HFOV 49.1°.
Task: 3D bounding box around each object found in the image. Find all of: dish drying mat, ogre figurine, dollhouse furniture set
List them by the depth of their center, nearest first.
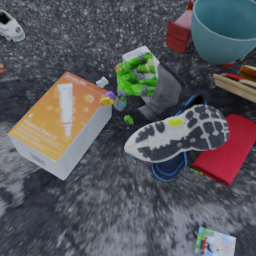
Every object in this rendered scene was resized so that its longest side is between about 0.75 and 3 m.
[{"bbox_3d":[2.618,0.455,7.241,0.958,0.227,2.493,29,49,22],"label":"dish drying mat"},{"bbox_3d":[0.221,-1.362,7.514,1.092,0.894,1.822,-11,65,7],"label":"ogre figurine"},{"bbox_3d":[2.686,-2.989,9.253,2.565,1.043,1.380,32,63,18],"label":"dollhouse furniture set"}]

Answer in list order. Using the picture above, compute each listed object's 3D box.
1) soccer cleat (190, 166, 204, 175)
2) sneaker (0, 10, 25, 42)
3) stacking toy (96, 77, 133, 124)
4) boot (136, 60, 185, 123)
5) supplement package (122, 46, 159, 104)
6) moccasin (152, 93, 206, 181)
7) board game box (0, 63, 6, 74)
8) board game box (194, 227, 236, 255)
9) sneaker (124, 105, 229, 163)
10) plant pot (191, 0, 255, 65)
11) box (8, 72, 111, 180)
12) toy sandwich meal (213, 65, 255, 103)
[{"bbox_3d":[1.990,0.983,7.026,0.979,0.331,0.397,9,95,-21],"label":"soccer cleat"},{"bbox_3d":[-4.642,-3.839,9.869,2.113,0.935,0.783,22,62,14],"label":"sneaker"},{"bbox_3d":[-0.340,-0.667,7.250,0.280,1.192,0.899,-33,44,18],"label":"stacking toy"},{"bbox_3d":[0.647,-0.648,6.067,1.128,1.714,0.598,-39,64,3],"label":"boot"},{"bbox_3d":[0.551,-1.605,8.502,0.822,0.853,1.500,-27,61,-12],"label":"supplement package"},{"bbox_3d":[1.321,0.085,7.358,1.059,0.897,2.632,23,63,2],"label":"moccasin"},{"bbox_3d":[-5.295,-2.367,9.349,1.307,0.247,2.540,-37,65,-19],"label":"board game box"},{"bbox_3d":[1.911,2.600,6.168,0.795,0.145,0.601,13,53,17],"label":"board game box"},{"bbox_3d":[1.120,0.127,6.299,2.598,1.035,1.007,-10,84,-22],"label":"sneaker"},{"bbox_3d":[2.804,-2.745,8.305,2.133,1.437,2.133,2,57,-3],"label":"plant pot"},{"bbox_3d":[-1.650,-0.100,7.365,1.462,1.145,2.350,26,61,13],"label":"box"},{"bbox_3d":[3.582,-1.102,7.327,2.790,2.790,0.955,28,106,16],"label":"toy sandwich meal"}]
